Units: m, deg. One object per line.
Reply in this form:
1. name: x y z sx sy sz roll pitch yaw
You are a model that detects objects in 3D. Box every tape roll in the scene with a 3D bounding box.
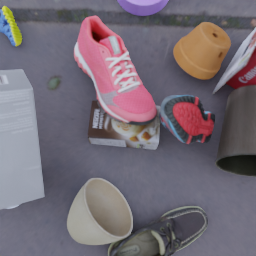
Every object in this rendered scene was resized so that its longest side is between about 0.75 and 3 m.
1. tape roll: 0.406 -3.862 7.572 1.529 0.502 1.529 0 81 0

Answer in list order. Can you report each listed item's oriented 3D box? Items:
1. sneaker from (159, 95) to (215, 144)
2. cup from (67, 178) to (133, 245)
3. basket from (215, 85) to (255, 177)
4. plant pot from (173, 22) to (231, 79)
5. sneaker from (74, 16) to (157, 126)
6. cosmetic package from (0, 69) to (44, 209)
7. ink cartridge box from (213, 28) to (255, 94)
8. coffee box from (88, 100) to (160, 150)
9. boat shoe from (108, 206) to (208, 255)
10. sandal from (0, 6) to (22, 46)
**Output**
1. sneaker: 1.063 -0.135 6.000 1.081 2.262 0.897 12 85 32
2. cup: -0.757 1.987 6.224 1.025 1.433 1.433 -40 82 21
3. basket: 2.811 0.044 6.380 1.627 1.227 1.804 7 62 3
4. plant pot: 1.840 -1.916 6.743 1.238 0.867 1.238 12 55 -18
5. sneaker: -0.358 -1.307 6.200 1.073 1.263 2.912 -26 67 -25
6. cosmetic package: -2.589 0.304 5.659 1.431 2.679 1.208 -10 35 -27
7. ink cartridge box: 2.988 -1.554 6.380 0.864 2.060 1.809 32 83 5
8. coffee box: -0.086 -0.059 6.794 1.646 0.656 0.941 4 72 1
9. boat shoe: 0.726 2.545 6.312 2.488 0.806 0.911 -26 81 -4
10. sandal: -3.153 -2.612 7.352 0.452 0.413 1.039 -22 89 9
